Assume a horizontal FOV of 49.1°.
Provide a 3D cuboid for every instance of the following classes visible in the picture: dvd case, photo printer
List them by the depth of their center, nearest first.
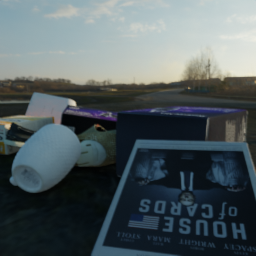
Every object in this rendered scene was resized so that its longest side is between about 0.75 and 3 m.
[{"bbox_3d":[0.766,0.887,3.713,1.855,0.305,2.468,1,27,13],"label":"dvd case"},{"bbox_3d":[-3.344,-0.594,12.228,2.019,1.680,0.701,12,-23,2],"label":"photo printer"}]

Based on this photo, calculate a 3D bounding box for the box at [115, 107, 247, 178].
[{"bbox_3d":[1.356,0.313,6.551,2.089,1.473,2.824,6,9,34],"label":"box"}]

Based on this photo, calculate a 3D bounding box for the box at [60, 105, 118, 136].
[{"bbox_3d":[-1.181,-0.125,10.115,2.309,0.911,1.630,8,12,-7],"label":"box"}]

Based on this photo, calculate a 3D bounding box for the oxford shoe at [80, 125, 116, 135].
[{"bbox_3d":[-0.977,0.339,8.038,2.312,0.865,0.814,8,-6,45],"label":"oxford shoe"}]

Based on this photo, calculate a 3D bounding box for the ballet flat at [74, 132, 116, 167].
[{"bbox_3d":[-1.284,0.622,6.704,2.652,0.935,0.866,-4,18,17],"label":"ballet flat"}]

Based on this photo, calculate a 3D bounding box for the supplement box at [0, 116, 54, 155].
[{"bbox_3d":[-3.930,0.148,9.678,1.638,0.956,2.599,2,9,18],"label":"supplement box"}]

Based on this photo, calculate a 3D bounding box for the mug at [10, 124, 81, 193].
[{"bbox_3d":[-1.795,0.725,5.631,1.420,1.049,1.245,-29,15,26],"label":"mug"}]

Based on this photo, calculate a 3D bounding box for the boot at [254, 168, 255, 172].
[{"bbox_3d":[1.719,0.982,4.991,1.840,0.678,1.423,8,6,17],"label":"boot"}]

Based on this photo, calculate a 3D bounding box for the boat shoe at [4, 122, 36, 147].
[{"bbox_3d":[-2.565,0.252,8.659,2.304,0.764,0.861,9,0,-32],"label":"boat shoe"}]
